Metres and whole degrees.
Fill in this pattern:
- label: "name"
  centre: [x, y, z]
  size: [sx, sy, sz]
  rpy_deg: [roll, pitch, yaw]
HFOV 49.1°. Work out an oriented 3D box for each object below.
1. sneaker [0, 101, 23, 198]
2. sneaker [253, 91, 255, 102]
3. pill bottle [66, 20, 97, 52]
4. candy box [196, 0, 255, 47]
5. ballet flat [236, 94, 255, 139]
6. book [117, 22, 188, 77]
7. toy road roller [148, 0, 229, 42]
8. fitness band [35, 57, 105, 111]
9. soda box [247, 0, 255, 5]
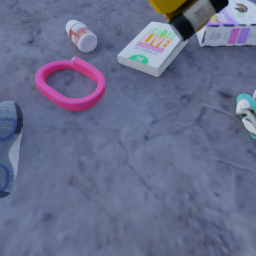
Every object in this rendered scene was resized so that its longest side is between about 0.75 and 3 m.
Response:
- label: "sneaker"
  centre: [-1.731, 0.277, 3.880]
  size: [0.489, 0.571, 1.312]
  rpy_deg: [8, 82, -14]
- label: "sneaker"
  centre: [4.909, -0.486, 8.972]
  size: [1.019, 0.959, 2.488]
  rpy_deg: [17, 43, -25]
- label: "pill bottle"
  centre: [-1.954, -3.806, 11.483]
  size: [0.830, 0.830, 1.480]
  rpy_deg: [-27, 55, -20]
- label: "candy box"
  centre: [4.378, -4.628, 12.010]
  size: [2.878, 1.030, 2.414]
  rpy_deg: [-2, 51, -1]
- label: "ballet flat"
  centre: [3.827, -0.408, 8.813]
  size: [0.670, 0.641, 1.905]
  rpy_deg: [2, 49, -25]
- label: "book"
  centre: [1.049, -3.229, 11.238]
  size: [1.787, 0.643, 2.675]
  rpy_deg: [24, 57, 21]
- label: "toy road roller"
  centre: [1.402, -3.963, 8.150]
  size: [1.650, 2.685, 1.960]
  rpy_deg: [-39, 25, 11]
- label: "fitness band"
  centre: [-2.030, -1.627, 9.947]
  size: [2.707, 0.507, 1.944]
  rpy_deg: [33, 58, 25]
- label: "soda box"
  centre: [3.563, -3.908, 7.960]
  size: [1.337, 0.425, 0.457]
  rpy_deg: [23, 73, -7]
